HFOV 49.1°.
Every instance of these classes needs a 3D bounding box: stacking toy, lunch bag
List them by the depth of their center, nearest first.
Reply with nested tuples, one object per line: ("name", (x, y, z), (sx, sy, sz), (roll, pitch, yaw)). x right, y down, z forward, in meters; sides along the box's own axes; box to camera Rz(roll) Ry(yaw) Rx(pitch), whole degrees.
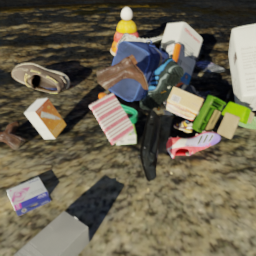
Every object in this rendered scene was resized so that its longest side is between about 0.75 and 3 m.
("lunch bag", (0.408, -2.336, 11.163), (1.633, 2.404, 1.590), (36, 28, 24))
("stacking toy", (-0.085, -5.392, 15.740), (1.904, 2.606, 1.904), (0, 33, 0))

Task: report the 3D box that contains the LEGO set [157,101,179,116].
("LEGO set", (1.399, -0.777, 9.550), (1.032, 0.253, 0.771), (2, 52, -25))

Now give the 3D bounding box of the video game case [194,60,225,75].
("video game case", (4.169, -3.192, 14.682), (1.044, 0.139, 1.462), (-16, 36, -22))

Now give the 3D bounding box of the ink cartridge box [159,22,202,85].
("ink cartridge box", (2.147, -3.120, 12.113), (0.944, 2.254, 1.635), (17, -1, 45))

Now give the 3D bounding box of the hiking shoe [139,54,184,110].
("hiking shoe", (1.012, -1.379, 9.041), (0.711, 1.912, 0.829), (19, 37, -35))

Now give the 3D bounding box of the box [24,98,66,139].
("box", (-2.697, -0.285, 9.194), (0.568, 1.166, 0.725), (-3, 41, 34))

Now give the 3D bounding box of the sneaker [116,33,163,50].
("sneaker", (0.567, -3.975, 12.764), (2.396, 0.904, 1.379), (-25, 70, -16))

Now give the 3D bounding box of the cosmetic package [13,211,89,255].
("cosmetic package", (-1.542, 2.501, 5.759), (0.767, 0.647, 1.436), (23, 37, 30))

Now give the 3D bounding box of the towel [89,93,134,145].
("towel", (-0.393, -0.223, 6.708), (0.796, 1.088, 0.163), (-33, 4, -39))

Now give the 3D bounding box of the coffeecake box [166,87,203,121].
("coffeecake box", (1.609, -0.670, 8.154), (0.891, 1.161, 0.424), (24, 83, 9))

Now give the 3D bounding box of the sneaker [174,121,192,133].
("sneaker", (1.896, -0.090, 9.541), (0.303, 0.364, 0.808), (3, 13, -36))

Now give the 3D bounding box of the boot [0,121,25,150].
("boot", (-3.716, 0.251, 9.340), (1.070, 0.344, 0.997), (18, 51, 30))

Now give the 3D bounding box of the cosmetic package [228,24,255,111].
("cosmetic package", (4.364, -1.894, 8.978), (1.865, 1.864, 2.261), (-7, 76, 14))

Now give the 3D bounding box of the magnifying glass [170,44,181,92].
("magnifying glass", (1.607, -2.177, 10.323), (0.273, 0.970, 2.437), (25, 59, -10))

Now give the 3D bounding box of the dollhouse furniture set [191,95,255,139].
("dollhouse furniture set", (3.552, 0.013, 9.170), (2.401, 1.205, 1.573), (18, 9, -41))

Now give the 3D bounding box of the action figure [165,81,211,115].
("action figure", (2.628, -1.211, 10.821), (2.139, 1.119, 2.069), (-24, 47, -23))

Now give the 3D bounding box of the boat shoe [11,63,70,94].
("boat shoe", (-4.029, -2.152, 12.385), (2.823, 1.014, 0.840), (16, 33, 13))

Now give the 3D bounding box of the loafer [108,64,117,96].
("loafer", (-0.550, -2.119, 12.448), (0.649, 0.628, 1.850), (13, 47, -25))

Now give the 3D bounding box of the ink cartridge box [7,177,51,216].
("ink cartridge box", (-2.575, 1.750, 7.255), (0.877, 0.194, 0.894), (-21, 38, -29))

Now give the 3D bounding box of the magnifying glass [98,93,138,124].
("magnifying glass", (-0.542, -0.747, 10.350), (1.147, 0.323, 2.882), (-11, 26, -18))

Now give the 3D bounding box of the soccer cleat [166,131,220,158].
("soccer cleat", (2.077, 0.560, 8.754), (1.785, 0.595, 0.683), (-7, 49, -8))

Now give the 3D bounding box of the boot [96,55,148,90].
("boot", (-0.187, -1.363, 8.184), (1.291, 0.415, 1.203), (-28, 81, -3))

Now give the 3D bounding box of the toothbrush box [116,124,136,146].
("toothbrush box", (-0.118, 0.147, 9.447), (0.677, 0.400, 0.930), (-5, 35, -6))

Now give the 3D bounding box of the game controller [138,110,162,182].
("game controller", (0.620, 0.429, 7.503), (0.435, 1.077, 2.065), (2, 36, 12))

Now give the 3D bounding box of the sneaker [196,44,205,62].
("sneaker", (4.081, -4.162, 15.838), (0.738, 0.639, 1.686), (30, 49, 20))
